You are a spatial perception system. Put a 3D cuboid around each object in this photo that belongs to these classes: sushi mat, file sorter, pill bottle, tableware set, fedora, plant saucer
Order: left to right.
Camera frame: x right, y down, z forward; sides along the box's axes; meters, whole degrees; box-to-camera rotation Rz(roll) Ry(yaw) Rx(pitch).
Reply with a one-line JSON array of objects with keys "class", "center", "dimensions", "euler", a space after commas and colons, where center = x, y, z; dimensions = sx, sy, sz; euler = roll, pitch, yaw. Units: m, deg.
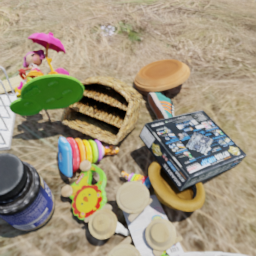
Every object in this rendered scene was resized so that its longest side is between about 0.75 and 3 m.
[{"class": "file sorter", "center": [-5.615, -0.739, 10.631], "dimensions": [2.021, 1.813, 2.912], "euler": [-6, 50, -5]}, {"class": "sushi mat", "center": [-4.979, -2.058, 12.595], "dimensions": [1.682, 0.102, 0.804], "euler": [-18, 53, 1]}, {"class": "pill bottle", "center": [-3.048, 1.828, 7.783], "dimensions": [1.493, 2.670, 1.493], "euler": [0, 56, 1]}, {"class": "tableware set", "center": [0.041, 2.774, 7.680], "dimensions": [2.117, 0.294, 2.534], "euler": [-32, 58, -9]}, {"class": "plant saucer", "center": [1.449, -2.418, 12.413], "dimensions": [2.500, 0.468, 2.500], "euler": [-11, 34, 8]}, {"class": "fedora", "center": [1.421, 1.911, 8.856], "dimensions": [2.006, 0.818, 2.006], "euler": [15, 37, -11]}]

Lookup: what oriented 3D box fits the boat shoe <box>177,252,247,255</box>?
[{"class": "boat shoe", "center": [2.232, 3.704, 7.366], "dimensions": [2.985, 0.976, 1.098], "euler": [-3, 50, -3]}]

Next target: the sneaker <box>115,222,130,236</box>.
[{"class": "sneaker", "center": [-0.547, 3.054, 8.368], "dimensions": [1.148, 0.423, 0.664], "euler": [29, 72, 15]}]

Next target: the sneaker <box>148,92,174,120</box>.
[{"class": "sneaker", "center": [1.555, -0.680, 11.252], "dimensions": [0.866, 0.774, 2.168], "euler": [-12, 54, -14]}]

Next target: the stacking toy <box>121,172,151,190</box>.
[{"class": "stacking toy", "center": [0.209, 1.710, 9.257], "dimensions": [1.034, 0.600, 0.568], "euler": [24, 39, 21]}]

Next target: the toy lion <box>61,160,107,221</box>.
[{"class": "toy lion", "center": [-1.230, 2.006, 8.756], "dimensions": [1.506, 0.540, 1.572], "euler": [28, 78, 34]}]

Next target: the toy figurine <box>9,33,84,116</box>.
[{"class": "toy figurine", "center": [-3.077, -2.088, 9.960], "dimensions": [2.766, 2.077, 2.546], "euler": [-23, 65, 20]}]

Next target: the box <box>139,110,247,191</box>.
[{"class": "box", "center": [2.219, 0.594, 9.546], "dimensions": [2.989, 0.688, 2.376], "euler": [-13, 52, -35]}]

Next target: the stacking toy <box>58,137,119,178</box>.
[{"class": "stacking toy", "center": [-1.309, 0.867, 9.833], "dimensions": [2.163, 1.187, 1.255], "euler": [-5, 18, -26]}]

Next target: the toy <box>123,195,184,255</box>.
[{"class": "toy", "center": [0.612, 2.991, 8.212], "dimensions": [1.204, 0.493, 2.090], "euler": [-8, 34, -16]}]

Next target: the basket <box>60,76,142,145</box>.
[{"class": "basket", "center": [-0.945, -0.813, 10.371], "dimensions": [2.527, 1.804, 1.883], "euler": [23, 31, 18]}]
